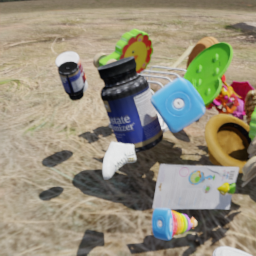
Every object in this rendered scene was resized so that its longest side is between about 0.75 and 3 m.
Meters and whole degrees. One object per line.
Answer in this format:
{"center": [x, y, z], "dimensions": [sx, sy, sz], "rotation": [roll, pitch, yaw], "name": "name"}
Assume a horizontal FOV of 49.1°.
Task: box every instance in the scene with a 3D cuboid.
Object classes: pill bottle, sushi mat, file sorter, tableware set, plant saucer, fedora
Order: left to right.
{"center": [-1.522, -1.247, 7.634], "dimensions": [0.567, 1.014, 0.567], "rotation": [-3, 48, 4], "name": "pill bottle"}
{"center": [-1.888, -1.839, 9.632], "dimensions": [0.792, 1.388, 0.792], "rotation": [-5, 56, 7], "name": "pill bottle"}
{"center": [0.036, -0.698, 8.538], "dimensions": [1.493, 2.670, 1.493], "rotation": [-17, 19, 6], "name": "pill bottle"}
{"center": [0.874, -1.114, 10.696], "dimensions": [2.021, 1.813, 2.912], "rotation": [14, 30, 32], "name": "file sorter"}
{"center": [2.601, -3.362, 13.539], "dimensions": [1.682, 0.102, 0.804], "rotation": [-46, 17, -3], "name": "sushi mat"}
{"center": [3.114, -2.571, 11.910], "dimensions": [0.468, 2.500, 2.500], "rotation": [1, 30, -16], "name": "plant saucer"}
{"center": [2.867, 0.545, 7.993], "dimensions": [2.006, 0.818, 2.006], "rotation": [12, 52, -16], "name": "fedora"}
{"center": [3.508, 0.320, 6.586], "dimensions": [2.117, 2.534, 0.294], "rotation": [-34, 57, -11], "name": "tableware set"}

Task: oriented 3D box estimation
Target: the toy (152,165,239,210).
{"center": [1.661, 1.440, 7.089], "dimensions": [2.090, 1.204, 0.493], "rotation": [5, 16, -10], "name": "toy"}

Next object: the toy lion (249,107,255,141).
{"center": [3.682, -0.055, 7.346], "dimensions": [1.506, 1.572, 0.540], "rotation": [-35, 34, -27], "name": "toy lion"}

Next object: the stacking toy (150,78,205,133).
{"center": [1.495, -0.585, 8.459], "dimensions": [1.187, 1.255, 2.163], "rotation": [-34, -7, 5], "name": "stacking toy"}

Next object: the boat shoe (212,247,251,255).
{"center": [3.517, 3.636, 6.725], "dimensions": [2.985, 0.976, 1.098], "rotation": [20, 37, 29], "name": "boat shoe"}

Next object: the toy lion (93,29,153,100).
{"center": [-0.022, -2.594, 12.000], "dimensions": [2.779, 2.899, 0.995], "rotation": [-36, 54, -24], "name": "toy lion"}

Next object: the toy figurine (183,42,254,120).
{"center": [3.540, -1.190, 9.899], "dimensions": [2.546, 2.077, 2.766], "rotation": [33, 47, -25], "name": "toy figurine"}

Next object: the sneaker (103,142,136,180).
{"center": [-0.161, 0.720, 6.326], "dimensions": [0.664, 0.423, 1.148], "rotation": [3, 36, 11], "name": "sneaker"}

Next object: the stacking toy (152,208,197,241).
{"center": [1.050, 1.980, 5.781], "dimensions": [1.034, 0.600, 0.568], "rotation": [12, -17, -31], "name": "stacking toy"}

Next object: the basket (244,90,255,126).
{"center": [5.171, -0.664, 9.101], "dimensions": [2.527, 1.883, 1.804], "rotation": [-13, 10, 15], "name": "basket"}
